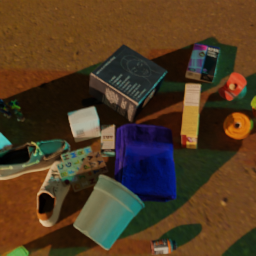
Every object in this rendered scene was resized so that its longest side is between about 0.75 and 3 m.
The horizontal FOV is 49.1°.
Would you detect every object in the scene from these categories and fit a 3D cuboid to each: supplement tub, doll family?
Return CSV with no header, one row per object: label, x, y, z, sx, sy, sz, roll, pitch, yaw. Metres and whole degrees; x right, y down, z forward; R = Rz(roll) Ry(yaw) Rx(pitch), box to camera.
supplement tub,1.046,3.522,8.320,0.755,0.404,0.404,-5,54,-3
doll family,-4.791,-0.825,11.144,1.542,0.891,0.605,13,65,11

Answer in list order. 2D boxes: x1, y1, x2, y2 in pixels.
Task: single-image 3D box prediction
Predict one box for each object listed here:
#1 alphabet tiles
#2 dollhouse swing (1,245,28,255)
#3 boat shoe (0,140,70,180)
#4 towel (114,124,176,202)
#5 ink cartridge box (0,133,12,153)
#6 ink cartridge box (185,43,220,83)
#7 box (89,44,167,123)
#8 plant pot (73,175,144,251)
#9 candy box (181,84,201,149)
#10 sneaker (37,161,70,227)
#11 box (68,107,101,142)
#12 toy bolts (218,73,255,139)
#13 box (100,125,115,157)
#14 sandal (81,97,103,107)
alphabet tiles,-1.565,1.389,9.631,1.635,0.052,1.361,-16,71,-26
dollhouse swing,-3.232,3.906,7.723,0.912,1.003,0.882,-27,83,7
boat shoe,-3.432,1.002,9.891,2.758,0.824,0.986,-19,57,-13
towel,0.572,1.108,9.782,2.122,0.712,2.873,1,54,1
ink cartridge box,-5.850,-0.124,9.812,2.998,2.179,1.312,31,68,20
ink cartridge box,3.598,-3.261,13.271,1.254,0.491,2.649,15,53,11
box,-0.028,-1.846,11.413,2.222,1.401,2.260,35,60,9
plant pot,-0.649,2.565,8.357,1.682,1.682,1.647,28,66,19
candy box,2.338,-0.427,10.432,0.593,1.225,2.099,5,65,14
sneaker,-2.411,1.947,9.137,0.823,0.957,2.261,1,53,3
box,-1.635,-0.124,10.568,1.043,1.038,0.682,-15,52,-11
toy bolts,4.583,-0.832,11.225,2.265,1.644,2.371,-45,69,18
box,-0.761,0.477,10.599,0.517,0.309,1.256,-1,54,-1
sandal,-1.333,-1.206,11.812,1.282,0.307,0.482,-19,61,-16
